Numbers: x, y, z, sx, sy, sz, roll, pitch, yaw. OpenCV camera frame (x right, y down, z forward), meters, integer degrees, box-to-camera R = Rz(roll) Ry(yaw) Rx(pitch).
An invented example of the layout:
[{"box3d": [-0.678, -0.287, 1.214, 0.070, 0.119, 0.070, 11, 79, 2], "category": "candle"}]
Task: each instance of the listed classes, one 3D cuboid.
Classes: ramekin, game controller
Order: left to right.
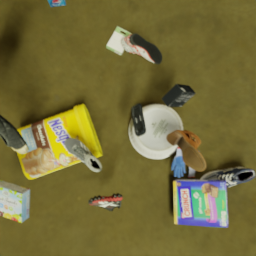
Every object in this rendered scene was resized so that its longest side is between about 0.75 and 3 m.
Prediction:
[{"box3d": [0.329, -0.250, 8.887, 0.217, 0.537, 1.029, 1, 73, -41], "category": "game controller"}, {"box3d": [1.112, 0.092, 10.887, 2.233, 1.040, 2.233, 0, 81, 0], "category": "ramekin"}]

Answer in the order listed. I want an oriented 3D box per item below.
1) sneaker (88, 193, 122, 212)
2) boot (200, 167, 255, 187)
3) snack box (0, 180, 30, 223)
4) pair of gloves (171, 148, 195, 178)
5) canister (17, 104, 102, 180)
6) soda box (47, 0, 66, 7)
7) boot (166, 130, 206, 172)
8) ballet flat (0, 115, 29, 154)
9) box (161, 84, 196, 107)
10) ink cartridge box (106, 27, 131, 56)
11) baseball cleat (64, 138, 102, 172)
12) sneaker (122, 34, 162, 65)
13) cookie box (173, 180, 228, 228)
[{"box3d": [-0.734, 2.482, 9.156, 1.128, 0.399, 0.551, -4, 95, -9], "category": "sneaker"}, {"box3d": [3.748, 1.922, 10.706, 2.014, 0.910, 0.733, -18, 83, -2], "category": "boot"}, {"box3d": [-3.284, 2.026, 7.773, 1.074, 0.364, 0.906, 12, 105, 15], "category": "snack box"}, {"box3d": [2.297, 1.368, 10.856, 1.457, 0.166, 1.171, 8, 91, -29], "category": "pair of gloves"}, {"box3d": [-2.688, 0.566, 10.747, 2.875, 1.244, 2.135, -20, 83, -1], "category": "canister"}, {"box3d": [-3.152, -6.281, 11.957, 0.683, 0.646, 2.014, -7, 82, -1], "category": "soda box"}, {"box3d": [2.006, 0.645, 8.832, 1.566, 1.216, 0.601, 41, 117, 26], "category": "boot"}, {"box3d": [-4.006, -0.108, 7.938, 0.981, 2.952, 0.839, 11, 60, 44], "category": "ballet flat"}, {"box3d": [1.701, -1.068, 9.410, 0.739, 1.047, 0.413, -47, 68, 28], "category": "box"}, {"box3d": [-0.388, -3.660, 11.806, 0.717, 0.236, 0.985, 28, 83, 4], "category": "ink cartridge box"}, {"box3d": [-1.440, 0.837, 9.148, 1.550, 0.825, 0.540, 38, 76, -3], "category": "baseball cleat"}, {"box3d": [0.554, -3.222, 11.569, 1.784, 0.956, 0.596, 29, 81, -33], "category": "sneaker"}, {"box3d": [2.669, 2.765, 10.419, 1.893, 0.711, 1.619, -3, 82, 20], "category": "cookie box"}]
